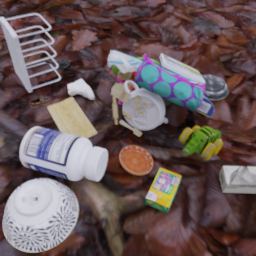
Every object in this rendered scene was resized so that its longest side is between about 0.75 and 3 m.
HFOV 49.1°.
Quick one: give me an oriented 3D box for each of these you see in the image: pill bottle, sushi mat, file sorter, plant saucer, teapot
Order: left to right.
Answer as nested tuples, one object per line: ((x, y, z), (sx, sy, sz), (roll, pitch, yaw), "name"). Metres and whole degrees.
((-4.061, -3.246, 11.917), (1.629, 2.616, 1.815), (-25, 52, -23), "file sorter")
((-1.940, 0.864, 8.697), (2.450, 1.361, 1.361), (13, 49, 13), "pill bottle")
((-2.211, -0.288, 10.849), (1.159, 0.147, 2.423), (-23, 52, -20), "sushi mat")
((0.255, 1.091, 9.309), (1.176, 0.190, 1.176), (13, 43, -12), "plant saucer")
((0.586, -0.765, 9.737), (1.553, 1.574, 1.149), (8, 32, 15), "teapot")

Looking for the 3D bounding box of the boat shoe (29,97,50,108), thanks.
((-3.613, -1.087, 11.487), (0.862, 0.303, 0.304), (-27, 51, -24), "boat shoe")

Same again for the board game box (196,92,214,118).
((2.030, -1.343, 10.229), (2.305, 0.711, 2.303), (27, 16, 4), "board game box")

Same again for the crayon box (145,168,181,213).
((1.102, 1.906, 8.682), (0.739, 0.362, 1.244), (19, 50, 17), "crayon box")

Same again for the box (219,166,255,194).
((3.810, 1.633, 8.766), (1.733, 0.593, 0.712), (0, 50, 1), "box")

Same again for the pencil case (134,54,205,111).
((1.263, -1.349, 8.507), (2.143, 0.990, 0.912), (24, 45, 1), "pencil case")

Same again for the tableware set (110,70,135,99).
((0.140, -1.627, 10.426), (1.346, 0.187, 1.611), (14, 70, -1), "tableware set")

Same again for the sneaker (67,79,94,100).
((-2.036, -1.473, 11.722), (0.869, 0.554, 1.503), (-25, 43, -19), "sneaker")

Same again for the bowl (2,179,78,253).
((-2.577, 2.212, 7.945), (2.219, 1.041, 2.219), (0, 47, 0), "bowl")

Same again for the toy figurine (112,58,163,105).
((0.226, -1.493, 11.136), (2.199, 1.651, 2.024), (6, 63, 13), "toy figurine")

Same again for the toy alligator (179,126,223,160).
((2.325, 0.266, 8.185), (0.951, 0.689, 2.869), (36, 23, 23), "toy alligator")

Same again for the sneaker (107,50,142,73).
((0.057, -2.218, 9.937), (1.613, 0.651, 0.617), (19, 13, 1), "sneaker")

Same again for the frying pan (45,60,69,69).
((-3.343, -2.980, 13.312), (1.119, 0.182, 0.677), (-12, 48, -9), "frying pan")

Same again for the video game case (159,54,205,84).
((2.039, -2.265, 10.765), (1.724, 0.197, 1.569), (22, 25, -8), "video game case")

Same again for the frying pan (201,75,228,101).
((3.059, -1.946, 12.253), (2.679, 0.436, 1.621), (16, 49, 10), "frying pan")

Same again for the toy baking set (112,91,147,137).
((0.036, -0.432, 9.074), (1.167, 1.521, 0.177), (6, 21, 14), "toy baking set")
